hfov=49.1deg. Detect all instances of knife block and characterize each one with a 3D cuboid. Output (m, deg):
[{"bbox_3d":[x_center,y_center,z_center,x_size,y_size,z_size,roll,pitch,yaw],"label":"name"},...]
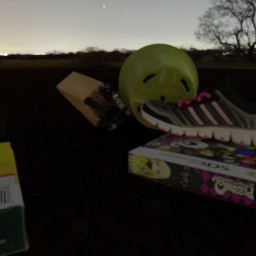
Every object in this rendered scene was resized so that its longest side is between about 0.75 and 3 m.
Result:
[{"bbox_3d":[-1.075,-0.943,8.093,0.798,2.495,2.190,-44,-7,-15],"label":"knife block"}]

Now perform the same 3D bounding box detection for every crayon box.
[{"bbox_3d":[-2.507,0.964,4.137,1.702,0.681,2.681,-7,17,-23],"label":"crayon box"}]

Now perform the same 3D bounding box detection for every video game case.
[{"bbox_3d":[1.865,0.567,5.962,2.636,0.521,2.908,10,18,34],"label":"video game case"}]

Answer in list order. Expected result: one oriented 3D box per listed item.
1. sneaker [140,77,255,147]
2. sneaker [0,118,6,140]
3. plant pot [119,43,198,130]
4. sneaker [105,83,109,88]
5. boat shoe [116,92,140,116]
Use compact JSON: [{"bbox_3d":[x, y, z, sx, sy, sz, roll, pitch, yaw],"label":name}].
[{"bbox_3d":[1.748,-0.480,6.030,2.988,1.307,1.102,10,17,19],"label":"sneaker"},{"bbox_3d":[-4.255,0.198,7.076,0.921,0.841,2.276,-1,6,23],"label":"sneaker"},{"bbox_3d":[0.958,-1.096,8.342,2.662,2.662,2.448,1,19,2],"label":"plant pot"},{"bbox_3d":[-1.816,-2.299,16.400,1.633,0.661,0.603,-8,17,-28],"label":"sneaker"},{"bbox_3d":[-0.596,-0.874,10.694,1.046,1.044,2.889,-19,14,-40],"label":"boat shoe"}]
